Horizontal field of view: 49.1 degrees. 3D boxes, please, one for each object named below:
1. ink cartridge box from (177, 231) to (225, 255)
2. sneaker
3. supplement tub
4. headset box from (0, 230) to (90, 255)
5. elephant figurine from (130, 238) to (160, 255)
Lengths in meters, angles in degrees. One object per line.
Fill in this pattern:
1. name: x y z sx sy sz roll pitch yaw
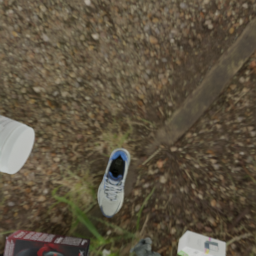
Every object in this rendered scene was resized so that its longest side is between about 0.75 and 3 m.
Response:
1. ink cartridge box: 2.305 3.625 8.303 1.457 0.853 0.490 17 51 2
2. sneaker: -0.476 1.662 8.565 0.829 0.917 2.152 10 84 1
3. supplement tub: -4.266 0.287 8.423 2.361 1.558 1.558 21 83 1
4. headset box: -2.551 4.189 8.205 2.590 0.972 1.925 8 83 1
5. elephant figurine: 0.599 3.869 8.491 0.689 0.629 0.889 -18 99 26
